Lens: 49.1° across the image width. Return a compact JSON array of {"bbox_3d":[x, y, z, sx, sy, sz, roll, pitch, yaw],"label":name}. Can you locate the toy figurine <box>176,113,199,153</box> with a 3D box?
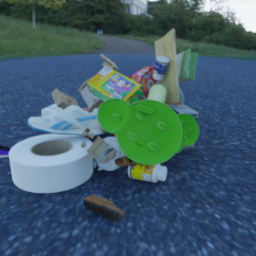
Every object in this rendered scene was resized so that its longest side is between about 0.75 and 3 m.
[{"bbox_3d":[1.470,0.285,9.388,1.415,1.063,1.303,-53,13,-21],"label":"toy figurine"}]

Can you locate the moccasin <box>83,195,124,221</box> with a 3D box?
[{"bbox_3d":[-0.546,1.885,6.713,1.179,0.431,0.455,5,26,41],"label":"moccasin"}]

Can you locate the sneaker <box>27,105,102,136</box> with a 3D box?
[{"bbox_3d":[-1.970,-0.239,8.898,2.314,0.935,0.885,2,-2,-20],"label":"sneaker"}]

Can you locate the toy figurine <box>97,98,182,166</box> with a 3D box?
[{"bbox_3d":[0.228,0.222,8.920,2.514,1.888,2.314,24,-13,2],"label":"toy figurine"}]

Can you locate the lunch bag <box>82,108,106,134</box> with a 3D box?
[{"bbox_3d":[-1.605,-0.259,12.062,1.525,0.625,1.343,10,36,9],"label":"lunch bag"}]

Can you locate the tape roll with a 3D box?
[{"bbox_3d":[-2.276,0.975,8.539,2.457,0.859,2.457,0,19,0],"label":"tape roll"}]

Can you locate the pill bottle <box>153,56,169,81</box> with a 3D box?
[{"bbox_3d":[1.289,-2.364,11.157,0.499,0.863,0.499,10,36,-7],"label":"pill bottle"}]

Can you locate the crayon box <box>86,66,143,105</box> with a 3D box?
[{"bbox_3d":[-0.469,-1.345,9.723,1.749,0.509,1.039,33,68,28],"label":"crayon box"}]

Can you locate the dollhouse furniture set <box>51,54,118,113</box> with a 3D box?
[{"bbox_3d":[-1.529,-1.497,10.847,1.145,2.585,1.340,26,29,-54],"label":"dollhouse furniture set"}]

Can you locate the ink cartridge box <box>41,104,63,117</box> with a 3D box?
[{"bbox_3d":[-3.339,-0.564,12.816,0.731,0.744,1.011,14,29,22],"label":"ink cartridge box"}]

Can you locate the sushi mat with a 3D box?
[{"bbox_3d":[1.574,-2.316,11.346,0.179,2.957,1.415,-1,-5,-28],"label":"sushi mat"}]

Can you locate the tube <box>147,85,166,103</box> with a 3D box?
[{"bbox_3d":[0.900,-0.801,9.780,0.682,0.762,2.625,-21,22,22],"label":"tube"}]

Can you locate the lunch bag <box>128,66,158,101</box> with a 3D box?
[{"bbox_3d":[1.043,-1.440,12.274,0.986,2.407,2.120,-4,26,39],"label":"lunch bag"}]

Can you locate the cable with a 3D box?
[{"bbox_3d":[-0.536,0.821,8.765,1.061,1.061,0.367,-9,-23,24],"label":"cable"}]

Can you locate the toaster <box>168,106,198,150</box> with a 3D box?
[{"bbox_3d":[1.931,-0.060,10.704,0.934,1.423,1.573,-3,20,-17],"label":"toaster"}]

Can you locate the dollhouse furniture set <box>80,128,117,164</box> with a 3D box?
[{"bbox_3d":[-0.930,0.568,7.799,0.559,1.079,0.478,-52,5,-31],"label":"dollhouse furniture set"}]

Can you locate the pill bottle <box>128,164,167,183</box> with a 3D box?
[{"bbox_3d":[0.565,1.257,8.135,1.050,0.574,0.574,6,20,22],"label":"pill bottle"}]

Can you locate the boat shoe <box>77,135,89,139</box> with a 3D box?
[{"bbox_3d":[-2.059,0.378,10.665,0.659,0.580,1.853,9,23,21],"label":"boat shoe"}]

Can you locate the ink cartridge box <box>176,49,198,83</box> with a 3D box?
[{"bbox_3d":[2.417,-2.587,11.918,0.625,1.094,2.107,7,3,-12],"label":"ink cartridge box"}]

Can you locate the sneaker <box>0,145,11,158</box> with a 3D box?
[{"bbox_3d":[-4.320,0.782,9.724,0.878,0.437,0.305,-8,21,-20],"label":"sneaker"}]

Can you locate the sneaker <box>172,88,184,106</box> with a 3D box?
[{"bbox_3d":[1.885,-0.959,11.632,0.681,1.704,0.608,-15,11,-27],"label":"sneaker"}]

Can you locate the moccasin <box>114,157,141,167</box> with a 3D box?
[{"bbox_3d":[0.016,0.924,7.937,0.841,0.325,0.308,-1,52,14],"label":"moccasin"}]
